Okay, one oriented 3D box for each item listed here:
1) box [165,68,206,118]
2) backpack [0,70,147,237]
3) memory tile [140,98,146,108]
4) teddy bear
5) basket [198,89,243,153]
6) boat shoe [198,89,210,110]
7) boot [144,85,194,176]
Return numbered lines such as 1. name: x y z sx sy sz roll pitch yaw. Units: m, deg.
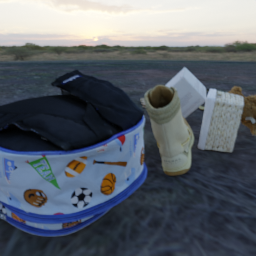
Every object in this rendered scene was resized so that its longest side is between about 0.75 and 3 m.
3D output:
1. box: 1.820 -1.117 9.613 1.127 1.309 1.316 43 28 -10
2. backpack: -1.054 0.387 4.323 2.602 2.104 2.732 6 26 41
3. memory tile: 1.579 -1.135 12.649 1.999 0.168 1.532 -1 17 -5
4. teddy bear: 3.410 -0.482 8.122 1.637 1.187 0.547 19 23 -1
5. basket: 2.379 -0.174 7.207 0.878 1.423 0.965 11 25 17
6. boat shoe: 3.412 -1.233 12.017 0.797 0.706 2.178 2 17 6
7. boot: 0.929 -0.225 6.326 0.796 1.701 2.188 -10 27 18
